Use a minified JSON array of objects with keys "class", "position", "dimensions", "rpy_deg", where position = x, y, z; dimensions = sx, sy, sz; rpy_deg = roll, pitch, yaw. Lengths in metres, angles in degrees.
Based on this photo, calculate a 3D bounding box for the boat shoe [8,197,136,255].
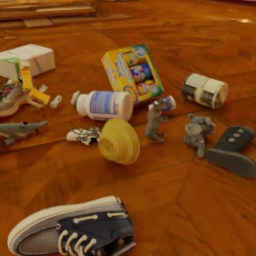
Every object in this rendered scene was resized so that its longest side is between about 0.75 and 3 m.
[{"class":"boat shoe","position":[-1.117,2.366,6.042],"dimensions":[2.710,1.012,1.257],"rpy_deg":[-14,28,-21]}]

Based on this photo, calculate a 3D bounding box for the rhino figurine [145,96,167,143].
[{"class":"rhino figurine","position":[0.995,-0.306,9.691],"dimensions":[0.693,1.585,0.474],"rpy_deg":[8,5,1]}]

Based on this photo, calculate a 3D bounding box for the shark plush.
[{"class":"shark plush","position":[-3.728,0.073,9.887],"dimensions":[1.814,0.755,0.824],"rpy_deg":[0,57,-30]}]

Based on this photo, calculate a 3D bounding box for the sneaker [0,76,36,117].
[{"class":"sneaker","position":[-5.019,-1.401,11.736],"dimensions":[1.138,1.201,2.923],"rpy_deg":[11,35,16]}]

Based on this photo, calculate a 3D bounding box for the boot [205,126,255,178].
[{"class":"boot","position":[3.693,0.664,9.102],"dimensions":[1.669,0.665,2.025],"rpy_deg":[24,36,33]}]

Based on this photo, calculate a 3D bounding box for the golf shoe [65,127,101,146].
[{"class":"golf shoe","position":[-1.555,0.337,9.683],"dimensions":[1.261,0.490,0.596],"rpy_deg":[-10,53,2]}]

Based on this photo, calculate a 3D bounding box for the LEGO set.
[{"class":"LEGO set","position":[-3.932,-1.603,11.577],"dimensions":[2.327,0.866,1.071],"rpy_deg":[47,53,-7]}]

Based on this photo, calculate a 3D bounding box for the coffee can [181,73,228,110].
[{"class":"coffee can","position":[3.264,-1.586,12.031],"dimensions":[1.598,1.170,1.170],"rpy_deg":[27,41,35]}]

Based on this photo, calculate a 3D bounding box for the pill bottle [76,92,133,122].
[{"class":"pill bottle","position":[-0.929,-0.852,10.854],"dimensions":[2.004,1.123,1.123],"rpy_deg":[5,33,22]}]

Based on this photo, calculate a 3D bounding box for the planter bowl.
[{"class":"planter bowl","position":[-0.431,0.509,8.419],"dimensions":[1.515,1.515,0.631],"rpy_deg":[25,32,33]}]

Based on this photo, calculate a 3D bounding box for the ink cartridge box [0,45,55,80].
[{"class":"ink cartridge box","position":[-5.567,-3.567,15.159],"dimensions":[1.870,1.126,2.574],"rpy_deg":[21,40,28]}]

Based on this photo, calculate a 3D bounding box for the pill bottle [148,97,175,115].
[{"class":"pill bottle","position":[1.348,-0.857,11.228],"dimensions":[0.988,0.548,0.548],"rpy_deg":[-20,36,-6]}]

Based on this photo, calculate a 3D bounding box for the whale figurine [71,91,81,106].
[{"class":"whale figurine","position":[-2.173,-1.255,12.103],"dimensions":[0.443,0.680,0.854],"rpy_deg":[22,17,-10]}]

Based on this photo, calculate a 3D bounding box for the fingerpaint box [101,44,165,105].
[{"class":"fingerpaint box","position":[0.224,-2.212,11.931],"dimensions":[1.947,2.334,0.856],"rpy_deg":[-20,-1,-27]}]

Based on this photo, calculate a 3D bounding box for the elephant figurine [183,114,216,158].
[{"class":"elephant figurine","position":[2.309,0.242,9.595],"dimensions":[1.364,0.965,1.059],"rpy_deg":[-43,22,-27]}]
